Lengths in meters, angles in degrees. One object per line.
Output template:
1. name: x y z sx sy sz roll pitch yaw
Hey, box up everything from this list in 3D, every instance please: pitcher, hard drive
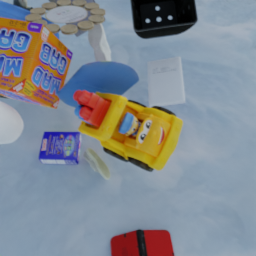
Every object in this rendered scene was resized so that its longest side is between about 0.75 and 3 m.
1. pitcher: -3.691 -0.229 7.015 1.486 1.732 1.050 -12 59 28
2. hard drive: 1.362 -1.684 10.229 1.262 0.243 1.913 -6 63 13

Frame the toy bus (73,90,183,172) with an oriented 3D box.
1. toy bus: -0.246 -0.160 7.558 2.603 2.499 1.766 16 77 53

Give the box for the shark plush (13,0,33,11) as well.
1. shark plush: -4.432 -4.767 10.868 1.617 0.735 0.674 3 27 39

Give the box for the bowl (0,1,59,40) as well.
1. bowl: -3.791 -3.801 9.980 2.801 2.801 0.550 20 98 13

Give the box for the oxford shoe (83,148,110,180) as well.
1. oxford shoe: -1.117 1.319 9.927 0.392 0.510 1.358 -48 71 19

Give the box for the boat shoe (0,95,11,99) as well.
1. boat shoe: -4.811 -1.526 9.858 1.779 0.507 0.595 25 70 -28

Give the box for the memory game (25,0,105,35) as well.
1. memory game: -1.855 -3.395 8.491 2.407 0.153 2.407 0 44 0

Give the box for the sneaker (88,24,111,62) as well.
1. sneaker: -0.856 -2.682 9.127 0.573 0.674 1.522 -9 93 29

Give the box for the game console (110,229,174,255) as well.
1. game console: 0.466 4.064 8.231 1.615 1.112 1.874 -24 54 22

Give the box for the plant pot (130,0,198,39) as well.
1. plant pot: 1.184 -4.352 10.218 2.151 1.908 2.146 -7 88 4

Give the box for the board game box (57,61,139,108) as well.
1. board game box: -0.942 -1.376 8.355 1.934 2.448 0.477 9 57 -40

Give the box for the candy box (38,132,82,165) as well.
1. candy box: -2.450 0.727 10.204 1.360 0.524 1.150 2 58 0

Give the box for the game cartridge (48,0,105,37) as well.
1. game cartridge: -2.040 -4.669 10.542 1.451 2.239 0.430 -20 45 19

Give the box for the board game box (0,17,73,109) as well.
1. board game box: -2.983 -1.775 7.927 1.843 1.841 1.841 14 85 15
